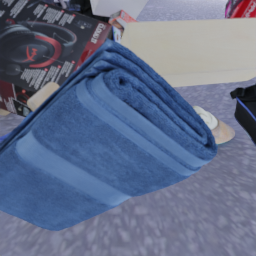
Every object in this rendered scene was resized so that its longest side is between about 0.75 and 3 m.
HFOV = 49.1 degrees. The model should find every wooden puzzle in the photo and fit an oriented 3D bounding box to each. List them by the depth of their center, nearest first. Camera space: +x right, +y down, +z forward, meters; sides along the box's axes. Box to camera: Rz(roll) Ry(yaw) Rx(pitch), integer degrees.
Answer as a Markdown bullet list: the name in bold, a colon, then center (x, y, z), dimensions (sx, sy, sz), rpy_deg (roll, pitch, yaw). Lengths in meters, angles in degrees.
- **wooden puzzle**: center (-1.090, 0.272, 3.664), dimensions (0.360, 1.554, 1.439), rpy_deg (-2, 18, -5)

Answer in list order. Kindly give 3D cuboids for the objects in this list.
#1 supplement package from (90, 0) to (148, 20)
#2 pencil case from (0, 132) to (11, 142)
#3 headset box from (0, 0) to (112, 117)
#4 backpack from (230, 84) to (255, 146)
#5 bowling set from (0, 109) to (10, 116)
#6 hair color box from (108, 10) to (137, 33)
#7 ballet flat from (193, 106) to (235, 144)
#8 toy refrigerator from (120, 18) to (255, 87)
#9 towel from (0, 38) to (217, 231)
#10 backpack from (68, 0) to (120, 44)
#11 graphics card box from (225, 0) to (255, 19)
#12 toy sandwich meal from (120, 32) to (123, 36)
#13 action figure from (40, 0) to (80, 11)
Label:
- **supplement package**: center (-0.051, -4.171, 7.327), dimensions (1.372, 2.291, 1.389), rpy_deg (-3, 71, -28)
- **pencil case**: center (-1.520, 0.038, 6.488), dimensions (1.274, 1.145, 2.934), rpy_deg (22, 43, 25)
- **headset box**: center (-1.702, -1.306, 5.399), dimensions (2.845, 1.067, 2.115), rpy_deg (18, 59, -3)
- **backpack**: center (1.519, -0.115, 2.557), dimensions (0.868, 0.638, 0.795), rpy_deg (-26, 54, 2)
- **bowling set**: center (-4.587, -1.084, 7.535), dimensions (2.569, 1.788, 1.379), rpy_deg (-14, 38, -24)
- **hair color box**: center (-0.048, -2.761, 7.502), dimensions (0.466, 0.841, 0.269), rpy_deg (-1, 71, 47)
- **ballet flat**: center (1.372, -0.070, 6.838), dimensions (2.668, 0.897, 0.908), rpy_deg (-3, 37, -5)
- **toy refrigerator**: center (1.028, -1.145, 4.447), dimensions (2.189, 0.766, 0.831), rpy_deg (-7, 82, -11)
- **towel**: center (-0.325, 0.226, 1.922), dimensions (0.925, 1.656, 0.402), rpy_deg (38, 39, -25)
- **backpack**: center (-1.288, -3.944, 10.706), dimensions (2.389, 2.276, 1.840), rpy_deg (5, 38, 8)
- **graphics card box**: center (2.898, -3.154, 6.646), dimensions (0.585, 1.443, 2.301), rpy_deg (24, 43, 1)
- **toy sandwich meal**: center (-0.039, -4.469, 12.372), dimensions (1.957, 0.670, 1.957), rpy_deg (-1, 23, 0)
- **action figure**: center (-1.850, -3.402, 7.051), dimensions (1.521, 0.796, 1.472), rpy_deg (-18, 2, -40)
